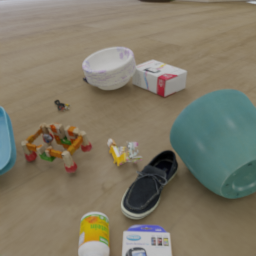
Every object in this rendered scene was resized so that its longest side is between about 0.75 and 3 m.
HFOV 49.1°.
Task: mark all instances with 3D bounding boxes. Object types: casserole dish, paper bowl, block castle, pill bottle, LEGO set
[{"bbox_3d":[-4.345,0.544,8.957,1.665,0.533,2.748,-29,57,8],"label":"casserole dish"},{"bbox_3d":[-0.886,-2.918,14.189,2.622,1.364,2.622,-10,39,8],"label":"paper bowl"},{"bbox_3d":[-2.368,0.679,9.406,2.052,0.963,1.371,10,43,24],"label":"block castle"},{"bbox_3d":[-0.790,2.678,6.518,0.702,0.702,1.265,-2,34,-4],"label":"pill bottle"},{"bbox_3d":[-0.090,0.837,9.421,0.682,0.843,1.834,2,1,-26],"label":"LEGO set"}]

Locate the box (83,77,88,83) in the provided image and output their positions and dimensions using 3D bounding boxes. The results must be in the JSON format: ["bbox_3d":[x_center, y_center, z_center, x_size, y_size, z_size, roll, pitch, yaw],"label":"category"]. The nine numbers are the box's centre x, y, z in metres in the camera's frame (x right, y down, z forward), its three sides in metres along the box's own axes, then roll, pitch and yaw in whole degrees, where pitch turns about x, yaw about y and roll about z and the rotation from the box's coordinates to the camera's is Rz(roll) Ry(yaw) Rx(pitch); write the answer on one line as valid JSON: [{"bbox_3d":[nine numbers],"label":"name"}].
[{"bbox_3d":[-1.982,-2.657,15.221,0.803,0.145,0.574,-24,40,-30],"label":"box"}]

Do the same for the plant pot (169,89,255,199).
[{"bbox_3d":[2.887,0.625,8.012,2.744,2.744,2.202,-9,43,-14],"label":"plant pot"}]

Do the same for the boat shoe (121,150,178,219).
[{"bbox_3d":[0.674,1.540,8.162,1.000,0.835,2.682,22,40,27],"label":"boat shoe"}]

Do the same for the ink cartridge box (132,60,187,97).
[{"bbox_3d":[1.561,-2.570,14.312,1.706,0.990,2.312,-28,43,-35],"label":"ink cartridge box"}]

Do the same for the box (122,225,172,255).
[{"bbox_3d":[0.417,3.053,6.257,1.140,0.397,1.915,2,31,2],"label":"box"}]

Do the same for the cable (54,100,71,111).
[{"bbox_3d":[-3.081,-0.980,12.686,1.109,0.279,0.539,18,53,46],"label":"cable"}]
